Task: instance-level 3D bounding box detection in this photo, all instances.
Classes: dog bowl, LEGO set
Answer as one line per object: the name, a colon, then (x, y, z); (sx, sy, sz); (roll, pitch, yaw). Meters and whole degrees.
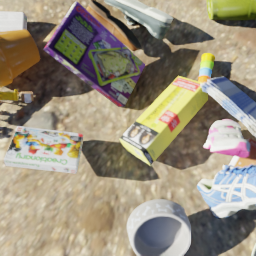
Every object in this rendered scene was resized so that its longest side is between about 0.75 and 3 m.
dog bowl: (0.764, 2.519, 6.660); (1.599, 0.469, 1.599); (0, 107, -1)
LEGO set: (-3.923, -0.703, 8.420); (2.071, 0.771, 0.953); (-39, 108, -19)

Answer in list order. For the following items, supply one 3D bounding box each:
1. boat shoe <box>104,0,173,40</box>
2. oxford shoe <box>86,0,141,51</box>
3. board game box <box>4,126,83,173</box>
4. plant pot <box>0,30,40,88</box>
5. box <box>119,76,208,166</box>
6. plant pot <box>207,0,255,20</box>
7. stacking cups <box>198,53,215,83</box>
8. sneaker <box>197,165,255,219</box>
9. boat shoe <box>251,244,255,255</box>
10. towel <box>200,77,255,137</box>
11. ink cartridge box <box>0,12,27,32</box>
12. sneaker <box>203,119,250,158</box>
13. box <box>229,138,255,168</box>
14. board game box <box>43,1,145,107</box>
boat shoe: (0.199, -3.778, 9.366); (2.590, 0.800, 0.943); (30, 35, 15)
oxford shoe: (-0.504, -3.125, 9.044); (2.118, 0.755, 0.755); (40, 29, -3)
board game box: (-2.091, 0.545, 7.138); (1.733, 0.300, 1.094); (7, 48, -5)
plant pot: (-3.606, -2.250, 8.488); (1.490, 1.627, 1.627); (-30, 71, -24)
box: (1.052, -0.271, 7.940); (2.690, 0.674, 1.012); (-45, 45, -15)
plant pot: (3.446, -4.281, 9.391); (1.468, 1.524, 1.524); (-8, 68, 10)
stacking cups: (2.367, -1.663, 8.708); (0.430, 0.430, 1.422); (16, 65, 6)
sneaker: (2.574, 1.301, 6.449); (0.978, 2.539, 0.961); (49, 46, 7)
boat shoe: (3.319, 3.660, 6.550); (0.882, 0.736, 2.364); (19, 68, 9)
towel: (3.343, -0.457, 7.824); (2.725, 0.324, 2.001); (45, 32, 15)
ink cartridge box: (-4.220, -2.961, 9.417); (1.467, 0.457, 1.824); (1, 87, 0)
sneaker: (2.481, 0.210, 7.139); (0.820, 2.016, 0.889); (11, 93, -3)
box: (3.300, 1.131, 7.558); (0.993, 0.694, 1.304); (32, 72, 12)
board game box: (-0.832, -2.022, 8.067); (2.745, 0.443, 1.648); (37, 73, -29)
